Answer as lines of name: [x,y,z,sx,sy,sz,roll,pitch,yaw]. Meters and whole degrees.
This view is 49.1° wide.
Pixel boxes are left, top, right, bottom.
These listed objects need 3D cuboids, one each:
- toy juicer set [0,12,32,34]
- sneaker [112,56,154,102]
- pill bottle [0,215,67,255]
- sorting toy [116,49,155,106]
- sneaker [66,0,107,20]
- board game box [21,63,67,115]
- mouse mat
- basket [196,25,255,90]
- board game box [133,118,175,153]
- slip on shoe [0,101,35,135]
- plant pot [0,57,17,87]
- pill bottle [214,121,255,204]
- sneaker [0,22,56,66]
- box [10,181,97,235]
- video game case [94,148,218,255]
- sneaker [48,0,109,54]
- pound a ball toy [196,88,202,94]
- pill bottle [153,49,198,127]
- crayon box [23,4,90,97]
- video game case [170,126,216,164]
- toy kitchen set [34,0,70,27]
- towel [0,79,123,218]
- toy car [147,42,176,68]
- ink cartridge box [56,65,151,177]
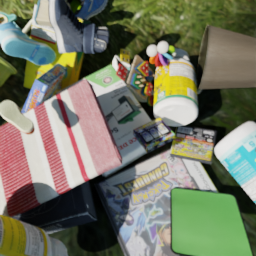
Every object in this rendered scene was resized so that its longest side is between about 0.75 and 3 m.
toy juicer set: [-4.571,-3.330,9.578,2.448,0.666,1.558,3,66,3]
sneaker: [0.102,-1.537,8.714,0.674,0.792,1.791,-40,72,-18]
pill bottle: [-2.226,2.317,5.055,1.269,2.221,1.269,-21,48,25]
sorting toy: [0.393,-1.395,7.645,0.324,1.918,0.925,3,68,39]
sneaker: [-1.536,-4.501,9.823,1.066,1.210,2.714,26,69,8]
board game box: [-2.215,-0.910,7.377,0.325,1.277,1.886,28,23,-10]
mouse mat: [1.771,2.091,6.295,1.664,0.078,2.068,6,28,6]
basket: [2.990,-1.770,7.571,1.971,1.341,1.777,9,86,5]
board game box: [0.633,0.172,6.972,0.817,0.232,0.675,-24,53,-17]
slip on shoe: [-2.036,-0.177,5.115,0.905,0.277,0.335,37,67,18]
plant pot: [-5.029,-1.144,7.740,2.761,2.761,2.622,25,82,11]
pill bottle: [3.482,1.131,7.168,1.362,1.362,2.459,-31,69,-14]
sneaker: [-2.809,-2.365,7.683,0.662,1.665,1.087,-46,65,18]
box: [-2.192,1.411,6.960,2.262,1.426,2.301,-16,66,-2]
video game case: [0.944,2.037,7.298,2.887,0.368,2.609,-23,68,-10]
sneaker: [-1.036,-2.274,6.154,1.215,1.682,0.639,5,66,1]
pound a ball toy: [1.770,-1.108,8.601,0.389,0.916,0.598,48,65,-26]
pill bottle: [1.311,-1.183,7.823,1.163,1.163,2.062,4,59,2]
crayon box: [-2.224,-2.233,8.546,1.585,0.634,2.496,21,111,9]
video game case: [1.782,0.435,7.667,1.102,0.141,0.996,10,59,16]
toy kitchen set: [-2.375,-3.376,8.175,0.912,1.549,1.241,12,85,-1]
towel: [-1.739,0.469,6.011,2.920,0.332,2.103,-27,65,8]
toy car: [0.893,-1.899,7.421,0.754,0.659,0.565,-8,80,35]
ink cartridge box: [-0.547,-0.193,7.800,1.838,1.061,2.516,-31,75,-15]
